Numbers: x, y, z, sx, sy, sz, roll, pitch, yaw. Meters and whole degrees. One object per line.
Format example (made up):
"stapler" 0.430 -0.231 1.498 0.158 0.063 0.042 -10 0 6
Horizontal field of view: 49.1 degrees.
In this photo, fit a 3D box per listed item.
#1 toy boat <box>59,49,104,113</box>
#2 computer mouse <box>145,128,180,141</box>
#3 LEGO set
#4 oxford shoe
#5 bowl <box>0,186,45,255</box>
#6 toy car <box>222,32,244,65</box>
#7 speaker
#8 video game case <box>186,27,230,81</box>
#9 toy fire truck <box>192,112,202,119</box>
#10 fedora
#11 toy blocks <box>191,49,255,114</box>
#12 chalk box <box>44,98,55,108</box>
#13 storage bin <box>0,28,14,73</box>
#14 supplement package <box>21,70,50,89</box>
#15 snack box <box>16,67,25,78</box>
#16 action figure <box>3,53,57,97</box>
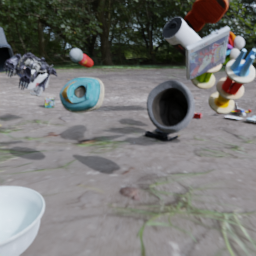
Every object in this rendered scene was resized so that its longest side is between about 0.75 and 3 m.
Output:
"toy boat" -1.187 -1.119 6.806 1.280 1.523 0.708 -5 -13 29
"computer mouse" 1.554 0.077 10.533 1.702 0.392 1.195 -14 21 -39
"LEGO set" 5.376 -0.704 12.985 2.290 0.562 1.711 15 19 42
"oxford shoe" 2.027 -3.034 6.988 0.720 0.707 1.986 -46 12 0
"bowl" -2.179 1.670 4.440 1.738 0.781 1.738 -1 16 0
"toy car" 3.223 -2.664 9.274 0.800 1.067 0.934 25 -8 -40
"speaker" 2.572 -3.550 11.875 2.514 1.021 1.021 28 -4 -40
"video game case" 2.046 -1.888 7.309 1.163 1.276 0.147 -27 62 -2
"toy fire truck" 3.019 -0.651 13.247 1.019 0.248 0.719 9 18 27
"fedora" 1.015 -0.414 6.316 1.076 1.217 0.549 -34 -31 16
"toy blocks" 2.694 -1.707 7.981 0.811 2.234 1.862 -22 64 -15
"chalk box" -4.266 -1.350 15.185 0.491 0.495 0.792 -2 15 -7
"storage bin" -3.069 -1.821 6.532 0.699 0.645 0.961 -13 -19 -16
"supplement package" -3.753 -1.950 11.268 0.575 0.582 0.960 34 27 23
"snack box" -3.049 -1.601 8.099 0.125 0.370 1.030 -10 27 -33
"action figure" -2.051 -1.153 5.852 0.854 0.733 1.437 39 13 -5
